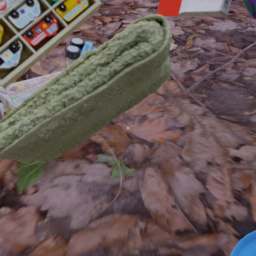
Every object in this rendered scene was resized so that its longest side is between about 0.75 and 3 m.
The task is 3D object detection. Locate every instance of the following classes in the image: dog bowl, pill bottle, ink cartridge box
[{"bbox_3d":[1.927,2.728,3.646,1.507,0.670,2.704,11,62,36],"label":"dog bowl"},{"bbox_3d":[-3.427,-0.609,8.720,0.949,0.518,0.518,-13,40,-15],"label":"pill bottle"},{"bbox_3d":[1.796,-4.083,7.736,2.338,1.900,0.667,18,10,34],"label":"ink cartridge box"}]

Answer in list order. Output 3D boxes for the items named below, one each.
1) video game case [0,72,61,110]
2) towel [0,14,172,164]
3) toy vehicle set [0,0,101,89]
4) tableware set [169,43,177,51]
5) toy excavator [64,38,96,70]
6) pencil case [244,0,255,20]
[{"bbox_3d":[-2.254,-0.920,8.741,2.432,0.306,2.672,35,41,27],"label":"video game case"},{"bbox_3d":[-0.550,-0.337,4.162,2.836,2.104,0.517,-35,81,4],"label":"towel"},{"bbox_3d":[-2.284,-2.527,6.193,2.952,1.834,0.391,-46,9,-13],"label":"toy vehicle set"},{"bbox_3d":[1.066,-3.957,13.130,1.834,0.255,2.195,-24,44,-27],"label":"tableware set"},{"bbox_3d":[-1.189,-2.746,11.123,2.306,1.152,2.243,12,41,-5],"label":"toy excavator"},{"bbox_3d":[3.034,-2.047,5.289,0.894,0.971,2.101,-27,64,12],"label":"pencil case"}]
